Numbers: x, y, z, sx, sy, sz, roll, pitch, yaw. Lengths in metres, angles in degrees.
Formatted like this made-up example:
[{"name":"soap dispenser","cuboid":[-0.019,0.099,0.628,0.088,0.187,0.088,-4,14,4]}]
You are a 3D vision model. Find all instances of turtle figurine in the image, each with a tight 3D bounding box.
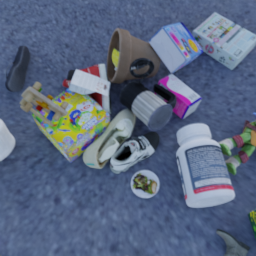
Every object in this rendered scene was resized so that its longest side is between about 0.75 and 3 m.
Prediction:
[{"name":"turtle figurine","cuboid":[4.469,0.586,9.335,2.489,1.847,2.567,-30,57,-8]}]

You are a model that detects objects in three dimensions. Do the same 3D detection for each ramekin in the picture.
[{"name":"ramekin","cuboid":[-4.977,0.435,9.564,1.904,0.928,1.904,-5,38,4]}]

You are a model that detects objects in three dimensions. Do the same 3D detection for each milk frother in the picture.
[{"name":"milk frother","cuboid":[0.697,-1.193,9.683,1.663,1.843,1.733,-41,54,-8]}]

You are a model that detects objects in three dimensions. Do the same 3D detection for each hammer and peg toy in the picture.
[{"name":"hammer and peg toy","cuboid":[-2.627,-0.695,8.665,1.361,1.850,0.652,36,71,-21]}]

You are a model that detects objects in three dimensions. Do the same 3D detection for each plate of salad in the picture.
[{"name":"plate of salad","cuboid":[0.577,1.900,9.558,0.986,0.237,0.986,-1,63,2]}]

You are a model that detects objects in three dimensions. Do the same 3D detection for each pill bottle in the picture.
[{"name":"pill bottle","cuboid":[2.409,1.206,9.220,1.501,1.501,2.510,-6,62,-3]}]

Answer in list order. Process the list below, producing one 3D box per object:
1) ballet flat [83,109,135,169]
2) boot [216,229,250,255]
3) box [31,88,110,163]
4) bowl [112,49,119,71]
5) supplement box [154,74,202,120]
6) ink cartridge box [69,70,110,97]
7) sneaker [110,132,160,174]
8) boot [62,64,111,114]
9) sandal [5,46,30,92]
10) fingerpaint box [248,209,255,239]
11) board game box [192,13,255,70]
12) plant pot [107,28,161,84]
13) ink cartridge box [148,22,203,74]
[{"name":"ballet flat","cuboid":[-0.443,0.365,9.918,0.948,0.948,2.729,34,68,16]},{"name":"boot","cuboid":[3.074,3.662,8.543,1.086,0.368,0.709,30,74,24]},{"name":"box","cuboid":[-1.993,-0.191,10.132,1.971,1.202,1.898,-39,69,-19]},{"name":"bowl","cuboid":[-0.143,-2.537,11.278,1.341,1.341,0.722,35,105,17]},{"name":"supplement box","cuboid":[1.891,-1.224,10.826,0.802,0.819,1.585,-32,67,-32]},{"name":"ink cartridge box","cuboid":[-1.383,-1.541,10.203,1.367,0.323,1.095,19,36,-12]},{"name":"sneaker","cuboid":[0.298,0.742,9.803,2.152,0.952,0.797,-37,66,-19]},{"name":"boot","cuboid":[-1.625,-1.404,10.997,1.796,0.901,2.489,-10,55,-5]},{"name":"sandal","cuboid":[-4.597,-2.384,11.551,0.521,0.926,2.435,-2,52,5]},{"name":"fingerpaint box","cuboid":[5.176,3.324,8.459,2.325,0.853,1.939,-6,62,-3]},{"name":"board game box","cuboid":[4.203,-3.876,12.374,2.330,0.749,1.719,40,68,18]},{"name":"plant pot","cuboid":[0.244,-2.764,11.264,1.836,2.106,2.106,3,60,-19]},{"name":"ink cartridge box","cuboid":[2.049,-3.335,11.360,1.597,0.894,2.341,54,38,-1]}]
